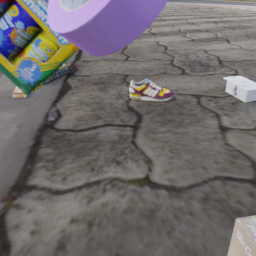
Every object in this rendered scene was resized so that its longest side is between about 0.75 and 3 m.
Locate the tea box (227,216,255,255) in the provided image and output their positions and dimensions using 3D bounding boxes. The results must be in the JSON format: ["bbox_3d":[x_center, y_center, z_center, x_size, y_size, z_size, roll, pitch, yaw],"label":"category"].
[{"bbox_3d":[2.407,2.058,3.198,1.877,1.275,1.908,-4,29,-6],"label":"tea box"}]

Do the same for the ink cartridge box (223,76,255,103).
[{"bbox_3d":[4.202,-1.459,10.308,0.809,0.477,1.406,-10,31,-17],"label":"ink cartridge box"}]

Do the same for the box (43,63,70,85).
[{"bbox_3d":[-3.644,-2.449,12.133,1.447,0.447,1.813,13,32,25],"label":"box"}]

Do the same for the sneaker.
[{"bbox_3d":[0.843,-1.361,9.891,1.585,0.714,0.594,-1,29,-2],"label":"sneaker"}]

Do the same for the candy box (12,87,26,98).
[{"bbox_3d":[-3.952,-1.365,10.410,0.451,0.216,0.782,-2,29,-4],"label":"candy box"}]

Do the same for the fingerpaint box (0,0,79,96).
[{"bbox_3d":[-2.683,-2.625,7.057,2.303,2.760,1.012,-40,14,11],"label":"fingerpaint box"}]

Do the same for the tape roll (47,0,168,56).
[{"bbox_3d":[-0.182,-1.380,2.632,0.442,1.347,1.347,25,7,-44],"label":"tape roll"}]
